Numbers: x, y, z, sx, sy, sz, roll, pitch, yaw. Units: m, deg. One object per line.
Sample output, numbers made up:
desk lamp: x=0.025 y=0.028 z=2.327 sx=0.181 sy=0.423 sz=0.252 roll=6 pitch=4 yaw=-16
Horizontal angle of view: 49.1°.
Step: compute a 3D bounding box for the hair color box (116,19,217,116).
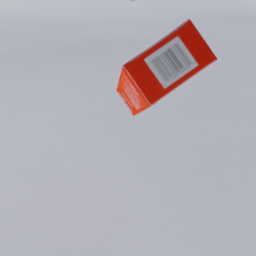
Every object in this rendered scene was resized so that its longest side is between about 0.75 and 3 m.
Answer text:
hair color box: x=0.420 y=-0.762 z=4.310 sx=1.047 sy=0.631 sz=2.062 roll=-35 pitch=1 yaw=-5
